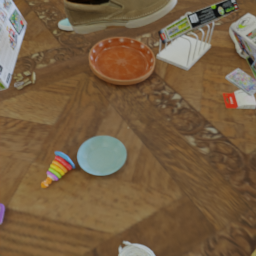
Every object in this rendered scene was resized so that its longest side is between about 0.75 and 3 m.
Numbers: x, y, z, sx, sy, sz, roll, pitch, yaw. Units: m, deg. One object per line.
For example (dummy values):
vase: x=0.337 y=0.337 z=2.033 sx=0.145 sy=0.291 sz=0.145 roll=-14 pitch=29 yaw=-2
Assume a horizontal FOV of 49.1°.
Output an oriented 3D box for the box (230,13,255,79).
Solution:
box: x=3.305 y=-1.098 z=6.204 sx=0.478 sy=2.756 sz=1.517 roll=-35 pitch=38 yaw=16

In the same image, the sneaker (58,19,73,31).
sneaker: x=-2.375 y=-5.421 z=13.677 sx=2.191 sy=0.898 sz=0.810 roll=-19 pitch=49 yaw=-16

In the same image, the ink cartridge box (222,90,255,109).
ink cartridge box: x=4.045 y=-1.052 z=10.181 sx=1.021 sy=0.291 sz=0.830 roll=5 pitch=48 yaw=-1

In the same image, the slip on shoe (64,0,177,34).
slip on shoe: x=-0.257 y=-3.279 z=7.343 sx=2.966 sy=0.899 sz=1.128 roll=-3 pitch=56 yaw=17

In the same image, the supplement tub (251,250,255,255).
supplement tub: x=3.609 y=2.820 z=5.571 sx=2.556 sy=1.858 sz=1.858 roll=-33 pitch=56 yaw=-27

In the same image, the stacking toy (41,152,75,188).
stacking toy: x=-2.072 y=1.272 z=7.943 sx=0.619 sy=0.585 sz=1.066 roll=25 pitch=63 yaw=24

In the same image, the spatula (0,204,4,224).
spatula: x=-4.283 y=2.329 z=7.129 sx=2.261 sy=0.232 sz=0.639 roll=-5 pitch=47 yaw=-4

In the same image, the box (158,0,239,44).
box: x=1.413 y=-2.148 z=5.592 sx=1.527 sy=0.265 sz=0.840 roll=-31 pitch=12 yaw=-30

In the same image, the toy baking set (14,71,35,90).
toy baking set: x=-4.055 y=-1.855 z=10.997 sx=0.827 sy=0.125 sz=1.078 roll=-14 pitch=49 yaw=-9

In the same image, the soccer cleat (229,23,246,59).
soccer cleat: x=5.051 y=-3.692 z=12.066 sx=1.202 sy=0.973 sz=2.784 roll=-17 pitch=51 yaw=-15

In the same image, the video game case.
video game case: x=3.215 y=-1.276 z=7.764 sx=0.614 sy=0.077 sz=0.857 roll=-32 pitch=64 yaw=-27

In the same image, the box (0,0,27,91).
box: x=-3.418 y=-2.443 z=7.082 sx=0.494 sy=1.566 sz=2.845 roll=-13 pitch=50 yaw=11

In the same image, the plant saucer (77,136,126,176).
plant saucer: x=-0.777 y=0.873 z=8.410 sx=1.464 sy=0.282 sz=1.464 roll=0 pitch=49 yaw=0

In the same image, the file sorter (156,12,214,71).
file sorter: x=2.470 y=-3.757 z=11.874 sx=1.515 sy=1.359 sz=2.183 roll=29 pitch=54 yaw=23

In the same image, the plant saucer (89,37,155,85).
plant saucer: x=-0.254 y=-2.702 z=11.366 sx=2.660 sy=0.429 sz=2.660 roll=3 pitch=54 yaw=-4

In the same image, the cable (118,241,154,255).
cable: x=0.185 y=3.132 z=6.344 sx=0.934 sy=0.323 sz=0.934 roll=9 pitch=49 yaw=6
